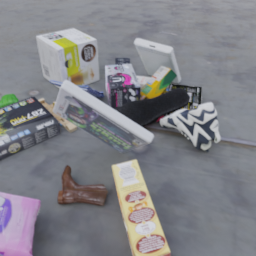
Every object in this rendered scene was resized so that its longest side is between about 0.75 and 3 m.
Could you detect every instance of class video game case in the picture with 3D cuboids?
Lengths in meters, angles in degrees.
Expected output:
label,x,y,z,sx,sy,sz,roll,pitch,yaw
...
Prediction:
label,x,y,z,sx,sy,sz,roll,pitch,yaw
video game case,-0.874,-0.153,8.195,2.706,2.460,0.316,32,70,-11

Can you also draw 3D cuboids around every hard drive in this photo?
label,x,y,z,sx,sy,sz,roll,pitch,yaw
hard drive,1.385,-2.954,12.638,1.723,2.612,0.349,22,80,24

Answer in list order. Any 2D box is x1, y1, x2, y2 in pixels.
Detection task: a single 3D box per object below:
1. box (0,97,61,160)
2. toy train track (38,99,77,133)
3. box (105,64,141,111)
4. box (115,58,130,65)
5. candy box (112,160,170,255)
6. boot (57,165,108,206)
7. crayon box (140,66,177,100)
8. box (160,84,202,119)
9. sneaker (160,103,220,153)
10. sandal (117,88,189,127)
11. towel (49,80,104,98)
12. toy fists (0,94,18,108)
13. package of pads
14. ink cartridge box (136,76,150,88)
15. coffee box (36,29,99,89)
label,x,y,z,sx,sy,sz,roll,pitch,yaw
box,-4.106,-0.028,10.127,2.614,0.642,2.107,-26,50,-30
toy train track,-2.941,-0.646,11.156,1.550,0.440,2.703,-29,46,-32
box,-0.282,-1.585,11.578,1.220,1.405,2.127,-6,38,-8
box,-0.286,-3.231,14.482,0.767,0.458,0.780,0,43,-2
candy box,0.265,2.168,6.509,0.710,1.482,2.568,-13,39,-5
boot,-1.239,1.642,8.076,1.382,0.444,1.288,-2,53,3
crayon box,1.136,-1.753,11.807,1.767,0.456,1.111,-47,22,5
box,2.138,-1.077,11.641,1.775,0.549,2.223,7,37,11
sneaker,2.187,0.150,9.747,0.985,1.606,2.468,-27,7,-38
sandal,0.932,-0.646,10.684,2.937,0.662,1.103,-19,68,-6
towel,-1.998,-1.613,11.428,1.611,0.265,2.225,12,1,10
toy fists,-5.286,-0.909,11.438,1.580,0.543,0.806,-13,32,-14
package of pads,-3.383,2.166,6.259,2.614,0.989,1.575,18,27,-20
ink cartridge box,0.918,-1.972,12.888,1.313,0.442,0.769,11,39,13
coffee box,-2.774,-3.243,13.209,2.047,2.067,2.070,-26,44,-31
